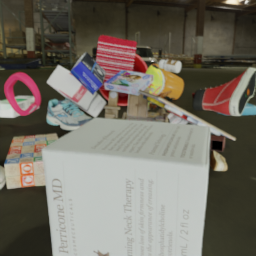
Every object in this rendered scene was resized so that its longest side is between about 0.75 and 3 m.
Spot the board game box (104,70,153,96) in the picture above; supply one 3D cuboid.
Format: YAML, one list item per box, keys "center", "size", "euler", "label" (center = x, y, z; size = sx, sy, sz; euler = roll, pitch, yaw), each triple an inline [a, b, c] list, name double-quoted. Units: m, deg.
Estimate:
- center: [0.058, -1.812, 11.062]
  size: [1.463, 0.302, 1.466]
  euler: [14, 36, 23]
  label: "board game box"

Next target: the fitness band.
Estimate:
- center: [-4.019, -1.258, 10.604]
  size: [2.036, 1.463, 0.381]
  euler: [-24, 10, 47]
  label: "fitness band"

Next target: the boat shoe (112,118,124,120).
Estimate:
- center: [-0.132, 0.141, 8.767]
  size: [2.092, 0.753, 0.711]
  euler: [0, 17, 13]
  label: "boat shoe"

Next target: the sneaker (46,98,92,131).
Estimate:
- center: [-2.322, -0.545, 10.689]
  size: [2.472, 1.067, 0.960]
  euler: [12, 19, 37]
  label: "sneaker"

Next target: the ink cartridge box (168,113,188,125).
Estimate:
- center: [1.865, -0.316, 10.576]
  size: [0.750, 0.435, 0.250]
  euler: [16, 49, -29]
  label: "ink cartridge box"

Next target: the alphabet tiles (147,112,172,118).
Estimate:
- center: [1.182, -0.592, 12.522]
  size: [1.293, 0.058, 1.546]
  euler: [-11, 14, -39]
  label: "alphabet tiles"

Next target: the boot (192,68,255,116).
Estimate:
- center: [3.125, -1.282, 9.219]
  size: [1.742, 0.874, 2.415]
  euler: [9, 39, 39]
  label: "boot"

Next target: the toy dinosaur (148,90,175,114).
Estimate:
- center: [1.245, -0.966, 10.418]
  size: [0.868, 0.653, 1.279]
  euler: [19, -12, -17]
  label: "toy dinosaur"

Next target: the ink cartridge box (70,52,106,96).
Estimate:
- center: [-1.461, -2.127, 10.698]
  size: [0.466, 1.183, 2.378]
  euler: [-39, 21, 17]
  label: "ink cartridge box"

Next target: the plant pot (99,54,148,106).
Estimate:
- center: [-0.342, -2.708, 15.905]
  size: [2.878, 2.878, 2.546]
  euler: [-1, 5, -4]
  label: "plant pot"

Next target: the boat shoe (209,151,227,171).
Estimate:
- center: [2.274, 0.863, 7.049]
  size: [0.339, 0.361, 0.979]
  euler: [15, 17, 6]
  label: "boat shoe"

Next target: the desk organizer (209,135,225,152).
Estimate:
- center: [2.370, 0.431, 8.488]
  size: [1.044, 0.374, 0.402]
  euler: [7, 19, 22]
  label: "desk organizer"

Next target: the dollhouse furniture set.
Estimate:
- center: [0.217, -0.785, 10.174]
  size: [2.461, 1.409, 2.885]
  euler: [5, 9, 2]
  label: "dollhouse furniture set"

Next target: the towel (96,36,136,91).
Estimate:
- center: [-0.576, -2.684, 11.936]
  size: [1.616, 2.234, 0.251]
  euler: [8, 20, -4]
  label: "towel"

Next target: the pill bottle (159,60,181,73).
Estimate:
- center: [1.695, -2.529, 11.397]
  size: [0.818, 0.468, 0.468]
  euler: [19, 23, 30]
  label: "pill bottle"

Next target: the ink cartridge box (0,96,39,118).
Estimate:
- center: [-6.173, -1.077, 13.403]
  size: [2.952, 0.739, 2.375]
  euler: [4, 16, 10]
  label: "ink cartridge box"

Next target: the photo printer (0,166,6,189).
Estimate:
- center: [-3.250, 1.131, 5.749]
  size: [1.320, 0.458, 1.098]
  euler: [0, 14, -1]
  label: "photo printer"

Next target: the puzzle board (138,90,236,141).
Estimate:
- center: [1.810, -0.424, 9.238]
  size: [2.902, 0.252, 2.187]
  euler: [25, 7, -18]
  label: "puzzle board"

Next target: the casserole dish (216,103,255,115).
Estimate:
- center: [5.199, -0.913, 13.360]
  size: [2.008, 0.389, 1.216]
  euler: [-2, 15, -5]
  label: "casserole dish"

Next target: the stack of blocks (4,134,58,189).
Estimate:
- center: [-2.291, 0.737, 6.931]
  size: [1.157, 0.589, 2.010]
  euler: [-4, 16, -15]
  label: "stack of blocks"

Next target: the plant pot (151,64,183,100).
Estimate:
- center: [2.127, -2.524, 16.557]
  size: [1.910, 2.086, 2.086]
  euler: [11, 11, -19]
  label: "plant pot"

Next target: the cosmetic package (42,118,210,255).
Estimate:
- center: [0.116, 0.903, 4.205]
  size: [2.042, 1.708, 1.698]
  euler: [4, 17, 16]
  label: "cosmetic package"

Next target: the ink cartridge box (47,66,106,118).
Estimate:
- center: [-2.063, -1.439, 11.529]
  size: [1.548, 0.901, 2.125]
  euler: [32, -4, 26]
  label: "ink cartridge box"

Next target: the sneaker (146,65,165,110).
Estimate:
- center: [0.797, -1.555, 12.305]
  size: [0.983, 2.516, 1.136]
  euler: [36, 45, 22]
  label: "sneaker"
